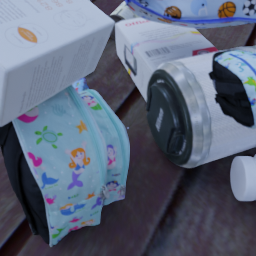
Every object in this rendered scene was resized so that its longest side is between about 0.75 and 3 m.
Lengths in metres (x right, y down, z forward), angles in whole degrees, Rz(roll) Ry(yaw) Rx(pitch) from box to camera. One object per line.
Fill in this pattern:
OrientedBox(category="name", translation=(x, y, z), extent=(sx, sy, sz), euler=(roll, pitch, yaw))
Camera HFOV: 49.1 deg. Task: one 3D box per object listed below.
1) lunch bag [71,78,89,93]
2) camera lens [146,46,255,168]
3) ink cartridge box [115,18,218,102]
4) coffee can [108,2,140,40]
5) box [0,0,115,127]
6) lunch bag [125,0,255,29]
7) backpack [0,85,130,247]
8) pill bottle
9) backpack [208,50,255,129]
OrientedBox(category="lunch bag", translation=(-1.657, -0.914, 7.686), extent=(1.018, 0.479, 0.767), euler=(-3, 50, 9))
OrientedBox(category="camera lens", translation=(1.928, -0.502, 6.070), extent=(2.782, 2.225, 2.225), euler=(-15, 50, -14))
OrientedBox(category="ink cartridge box", translation=(1.091, -2.060, 8.126), extent=(2.149, 1.247, 2.912), euler=(-15, 48, -13))
OrientedBox(category="coffee can", translation=(-0.158, -3.814, 9.933), extent=(0.912, 0.912, 1.246), euler=(18, 50, 16))
OrientedBox(category="box", translation=(-1.208, -1.043, 3.232), extent=(1.262, 0.881, 1.657), euler=(42, 47, 5))
OrientedBox(category="lunch bag", translation=(1.254, -3.006, 6.060), extent=(2.706, 1.676, 2.301), euler=(-4, 20, 2))
OrientedBox(category="backpack", translation=(-1.196, 0.370, 4.906), extent=(2.081, 2.764, 2.453), euler=(-23, 51, -19))
OrientedBox(category="pill bottle", translation=(3.150, 1.001, 5.438), extent=(2.026, 1.145, 1.145), euler=(0, 48, 2))
OrientedBox(category="backpack", translation=(1.301, -0.414, 2.978), extent=(0.807, 0.856, 1.050), euler=(-11, 15, 19))
